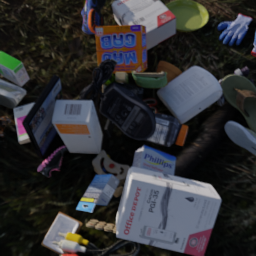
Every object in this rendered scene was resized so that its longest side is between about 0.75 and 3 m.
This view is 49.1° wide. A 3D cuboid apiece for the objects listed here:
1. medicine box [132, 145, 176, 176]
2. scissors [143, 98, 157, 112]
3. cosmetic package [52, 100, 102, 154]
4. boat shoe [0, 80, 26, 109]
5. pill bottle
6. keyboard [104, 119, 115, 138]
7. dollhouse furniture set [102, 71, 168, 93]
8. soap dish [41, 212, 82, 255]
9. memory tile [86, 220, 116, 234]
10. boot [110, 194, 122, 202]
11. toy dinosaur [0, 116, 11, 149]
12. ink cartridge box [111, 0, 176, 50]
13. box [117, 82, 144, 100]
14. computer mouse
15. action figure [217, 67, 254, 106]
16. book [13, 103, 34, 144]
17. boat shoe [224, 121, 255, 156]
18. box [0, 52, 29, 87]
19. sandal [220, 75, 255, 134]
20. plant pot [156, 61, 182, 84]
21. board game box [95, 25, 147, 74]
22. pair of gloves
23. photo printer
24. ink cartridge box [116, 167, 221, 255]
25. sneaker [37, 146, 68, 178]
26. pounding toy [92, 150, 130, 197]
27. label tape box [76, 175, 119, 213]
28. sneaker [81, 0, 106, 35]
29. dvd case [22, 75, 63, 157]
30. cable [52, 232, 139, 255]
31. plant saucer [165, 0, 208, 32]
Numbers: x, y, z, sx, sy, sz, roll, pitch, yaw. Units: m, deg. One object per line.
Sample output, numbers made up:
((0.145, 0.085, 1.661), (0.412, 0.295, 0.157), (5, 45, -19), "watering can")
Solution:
((0.815, 1.495, 9.374), (1.274, 0.720, 1.398), (21, 60, -15), "medicine box")
((0.201, -0.696, 11.224), (2.043, 0.142, 0.747), (-12, 72, -4), "scissors")
((-1.630, 0.041, 9.471), (1.191, 2.349, 0.837), (1, 62, 5), "cosmetic package")
((-5.518, -1.746, 11.386), (2.751, 1.014, 0.882), (25, 57, 9), "boat shoe")
((1.075, 0.022, 10.219), (2.112, 1.122, 1.122), (16, 61, 10), "pill bottle")
((-0.652, -0.373, 10.614), (0.169, 0.789, 1.314), (3, 54, 16), "keyboard")
((0.293, -1.398, 10.460), (2.315, 1.516, 1.162), (3, 90, 11), "dollhouse furniture set")
((-2.037, 3.314, 8.726), (0.846, 0.437, 1.076), (21, 62, 12), "soap dish")
((-0.705, 3.048, 8.664), (1.106, 0.848, 0.093), (9, 82, 7), "memory tile")
((-0.059, 2.510, 9.171), (1.202, 0.459, 1.010), (-8, 56, -12), "boot")
((-5.163, 0.298, 10.360), (1.295, 0.974, 1.908), (25, 75, 40), "toy dinosaur")
((0.718, -5.090, 13.087), (1.925, 1.087, 2.623), (-30, 64, -6), "ink cartridge box")
((0.029, -1.249, 10.448), (1.012, 0.714, 0.399), (22, 21, 34), "box")
((-0.138, -0.791, 9.405), (2.835, 1.963, 0.747), (42, 28, 7), "computer mouse")
((3.835, -1.661, 11.437), (2.346, 0.814, 1.527), (-15, 67, 1), "action figure")
((-3.804, -0.226, 10.839), (1.062, 0.382, 1.590), (-17, 60, -7), "book")
((4.444, 0.404, 10.385), (1.882, 0.678, 0.584), (42, 47, 16), "boat shoe")
((-4.879, -2.458, 11.724), (1.179, 1.040, 0.570), (29, 63, 15), "box")
((4.666, -0.895, 10.598), (1.146, 0.824, 2.887), (-35, 75, 8), "sandal")
((1.596, -2.171, 11.596), (1.055, 1.055, 0.739), (29, 91, 16), "plant pot")
((-0.205, -3.138, 11.174), (1.726, 1.724, 1.724), (0, 17, 10), "board game box")
((5.789, -4.440, 13.290), (2.977, 0.339, 2.393), (31, 64, 16), "pair of gloves")
((2.411, -1.360, 10.854), (2.099, 0.729, 1.746), (-35, 54, 2), "photo printer")
((1.073, 2.412, 8.144), (2.581, 1.068, 1.891), (13, 101, -3), "ink cartridge box")
((-2.577, 1.218, 9.991), (0.630, 0.522, 1.321), (44, 68, -1), "sneaker")
((-0.494, 1.406, 9.458), (0.985, 0.988, 1.723), (-32, 59, -17), "pounding toy")
((-0.879, 1.957, 8.145), (0.401, 0.868, 1.212), (43, 58, -24), "label tape box")
((-1.762, -5.642, 13.237), (1.067, 1.025, 2.721), (-9, 70, 42), "sneaker")
((-2.743, -0.288, 9.496), (0.236, 2.694, 1.922), (23, 63, 4), "dvd case")
((-0.930, 3.545, 7.873), (2.469, 0.621, 1.199), (-2, 38, 6), "cable")
((2.799, -5.495, 13.889), (2.276, 0.354, 2.276), (0, 60, 1), "plant saucer")
